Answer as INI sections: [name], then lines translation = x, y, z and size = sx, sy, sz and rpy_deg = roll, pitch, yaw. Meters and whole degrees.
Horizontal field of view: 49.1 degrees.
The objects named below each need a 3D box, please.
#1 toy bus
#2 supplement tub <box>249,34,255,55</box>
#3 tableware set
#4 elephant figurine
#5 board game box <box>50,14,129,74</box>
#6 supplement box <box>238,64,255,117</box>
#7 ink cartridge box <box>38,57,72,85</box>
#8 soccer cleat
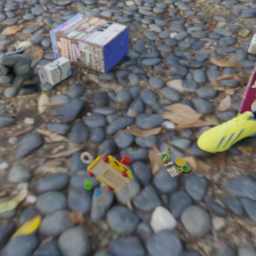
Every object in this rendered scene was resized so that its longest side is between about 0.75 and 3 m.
[toy bus]
translation = -0.539, 1.078, 7.346
size = 1.225, 1.298, 0.671
rpy_deg = -3, 21, -1
[supplement tub]
translation = 6.455, -3.737, 12.915
size = 1.499, 0.918, 0.918
rpy_deg = 20, 48, 20
[tableware set]
translation = 1.428, 1.023, 8.700
size = 0.686, 0.156, 1.019
rpy_deg = -16, 47, -16
[elephant figurine]
translation = -4.652, -2.691, 11.663
size = 1.675, 1.528, 2.159
rpy_deg = 18, 23, -22
[board game box]
translation = -1.679, -3.893, 12.761
size = 2.778, 1.345, 2.215
rpy_deg = 22, 49, 20
[supplement box]
translation = 4.770, -1.223, 9.623
size = 1.325, 2.025, 1.045
rpy_deg = 17, 47, 18
[ink cartridge box]
translation = -3.009, -2.297, 11.596
size = 0.440, 0.753, 1.298
rpy_deg = 32, 54, 27
[soccer cleat]
translation = 3.465, -0.028, 9.033
size = 2.775, 1.161, 0.897
rpy_deg = -17, 47, -16
